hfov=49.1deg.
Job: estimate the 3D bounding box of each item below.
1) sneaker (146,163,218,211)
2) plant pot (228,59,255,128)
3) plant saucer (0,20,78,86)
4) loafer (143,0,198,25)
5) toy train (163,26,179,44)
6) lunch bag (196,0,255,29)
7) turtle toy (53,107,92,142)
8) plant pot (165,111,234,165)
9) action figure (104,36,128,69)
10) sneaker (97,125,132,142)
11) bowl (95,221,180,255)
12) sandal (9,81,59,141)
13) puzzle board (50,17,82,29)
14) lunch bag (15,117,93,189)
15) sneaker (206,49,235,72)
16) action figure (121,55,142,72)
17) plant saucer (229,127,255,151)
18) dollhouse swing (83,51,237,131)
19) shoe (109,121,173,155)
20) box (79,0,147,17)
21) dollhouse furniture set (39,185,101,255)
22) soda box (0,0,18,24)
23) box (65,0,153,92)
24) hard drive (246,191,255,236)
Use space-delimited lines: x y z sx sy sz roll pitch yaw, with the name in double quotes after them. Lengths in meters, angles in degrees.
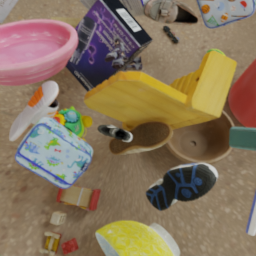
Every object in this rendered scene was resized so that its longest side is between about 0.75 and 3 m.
1.050 1.041 5.521 0.729 1.893 0.717 -33 86 -36 "sneaker"
5.325 -1.518 9.656 2.928 2.590 2.928 0 58 0 "plant pot"
-2.716 -1.960 7.280 2.874 0.729 2.874 -2 41 2 "plant saucer"
1.603 -4.055 9.833 2.468 0.887 0.776 -13 48 -42 "loafer"
1.968 -4.222 12.670 0.281 0.209 1.226 -16 59 -24 "toy train"
3.176 -4.530 9.162 1.878 2.344 0.886 -12 27 27 "lunch bag"
-1.850 0.187 7.838 1.290 0.895 1.770 4 71 31 "turtle toy"
2.292 0.317 9.423 2.328 1.075 2.328 0 59 1 "plant pot"
-0.230 -1.866 6.945 0.360 0.675 1.037 -16 38 28 "action figure"
-0.327 0.087 6.342 0.843 0.382 0.280 18 84 14 "sneaker"
0.463 3.204 6.936 1.354 2.515 2.515 -34 65 -24 "bowl"
-2.298 -0.348 7.196 2.137 0.613 0.819 -40 44 27 "sandal"
-1.512 -3.413 10.749 2.990 0.260 2.253 0 56 -8 "puzzle board"
-1.672 0.617 6.405 1.531 0.631 1.231 38 106 -17 "lunch bag"
3.742 -2.721 11.558 0.613 0.543 1.467 -30 64 -21 "sneaker"
-0.055 -2.622 11.579 1.253 0.435 0.815 -9 65 -2 "action figure"
3.235 0.300 7.196 0.162 1.712 0.599 1 92 -24 "plant saucer"
0.704 -1.216 7.454 2.494 2.837 2.578 37 63 -22 "dollhouse swing"
0.373 0.290 7.670 2.056 0.549 0.719 -17 77 37 "shoe"
-0.449 -4.480 9.321 1.949 1.793 1.023 0 92 11 "box"
-1.650 2.704 8.279 1.116 0.843 2.073 13 77 7 "dollhouse furniture set"
-3.584 -4.281 8.312 0.688 0.736 2.160 39 95 11 "soda box"
-0.734 -2.379 8.312 1.704 2.303 1.201 48 33 -4 "box"
2.604 1.263 5.451 0.179 1.409 0.930 16 30 30 "hard drive"
